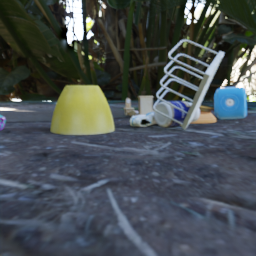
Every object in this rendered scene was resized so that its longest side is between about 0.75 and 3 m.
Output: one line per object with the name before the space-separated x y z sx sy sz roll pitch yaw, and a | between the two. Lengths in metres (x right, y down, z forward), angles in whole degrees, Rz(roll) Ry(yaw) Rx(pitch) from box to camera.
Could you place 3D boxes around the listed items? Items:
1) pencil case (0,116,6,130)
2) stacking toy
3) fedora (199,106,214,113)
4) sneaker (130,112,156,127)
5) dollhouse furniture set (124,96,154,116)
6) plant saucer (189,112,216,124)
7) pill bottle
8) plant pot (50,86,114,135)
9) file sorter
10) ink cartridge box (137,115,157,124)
pencil case | -5.089 -0.211 10.916 0.591 0.544 1.278 -38 20 -13
stacking toy | 5.853 -1.203 16.082 1.639 1.733 2.986 -2 -5 21
fedora | 4.149 -0.904 15.957 1.651 0.673 1.651 8 4 -1
sneaker | 0.847 -0.280 11.956 1.531 0.574 0.663 -16 22 -36
dollhouse furniture set | 0.839 -1.309 16.982 1.441 1.231 2.781 -3 7 -20
plant saucer | 3.178 -0.554 14.122 2.426 0.454 2.426 -1 7 0
pill bottle | 2.136 -0.615 12.089 1.846 1.068 1.068 -5 9 -33
plant pot | -1.721 -0.730 10.536 2.382 1.690 2.382 0 8 0
file sorter | 2.182 -1.685 10.712 1.631 2.619 1.818 28 48 14
ink cartridge box | 1.106 -0.462 13.588 1.420 0.499 1.748 -1 11 -6
